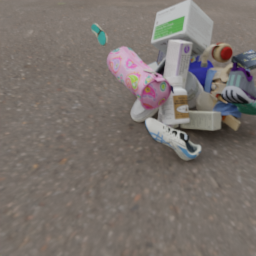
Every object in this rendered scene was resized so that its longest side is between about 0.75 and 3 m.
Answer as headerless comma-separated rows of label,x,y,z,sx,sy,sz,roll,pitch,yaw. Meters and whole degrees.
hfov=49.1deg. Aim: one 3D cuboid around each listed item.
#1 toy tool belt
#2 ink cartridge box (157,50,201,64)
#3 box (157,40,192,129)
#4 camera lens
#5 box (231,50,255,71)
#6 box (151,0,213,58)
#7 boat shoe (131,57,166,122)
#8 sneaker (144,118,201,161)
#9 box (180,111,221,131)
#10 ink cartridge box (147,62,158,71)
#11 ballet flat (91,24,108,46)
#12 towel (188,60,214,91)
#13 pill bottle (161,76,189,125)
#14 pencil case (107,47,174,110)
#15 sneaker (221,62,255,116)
toy tool belt,3.389,-1.396,9.371,1.694,2.714,1.668,-4,20,-18
ink cartridge box,2.655,-4.194,13.782,2.187,2.161,0.514,5,41,-5
box,1.510,-1.380,9.274,0.559,2.891,0.599,-12,28,-34
camera lens,2.198,-1.464,10.782,1.165,1.165,1.456,24,-1,32
box,4.286,-2.385,9.917,0.976,0.249,0.770,-21,50,-18
box,1.934,-3.386,9.965,1.532,1.312,1.524,22,-16,-40
boat shoe,0.948,-1.424,9.917,0.952,2.778,1.000,27,22,-50
sneaker,1.307,0.254,8.163,1.931,0.700,0.694,34,38,-17
box,2.407,-0.256,9.373,0.495,0.604,1.273,-8,10,-43
ink cartridge box,0.842,-1.878,11.586,1.034,1.780,0.599,-23,72,2
ballet flat,-1.004,-3.502,10.591,0.382,0.452,1.196,9,46,-53
towel,3.073,-2.249,12.907,2.076,0.697,2.812,-7,32,6
pill bottle,1.396,-0.808,8.505,0.806,1.410,0.806,-6,0,0
pencil case,0.280,-1.553,8.329,1.077,1.077,2.463,-15,41,-22
sneaker,3.739,-1.088,8.549,0.936,1.101,2.516,9,-6,41
